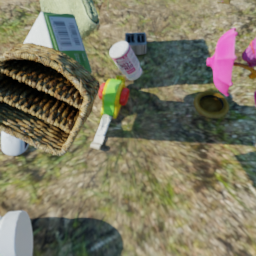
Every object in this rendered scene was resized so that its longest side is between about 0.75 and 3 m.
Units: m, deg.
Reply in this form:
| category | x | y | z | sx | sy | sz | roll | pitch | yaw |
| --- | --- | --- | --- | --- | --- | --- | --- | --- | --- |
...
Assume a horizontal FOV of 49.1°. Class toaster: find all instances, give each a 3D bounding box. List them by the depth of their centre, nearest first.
| category | x | y | z | sx | sy | sz | roll | pitch | yaw |
| --- | --- | --- | --- | --- | --- | --- | --- | --- | --- |
| toaster | 0.261 | -3.046 | 10.179 | 0.792 | 0.519 | 0.875 | -2 | 60 | 0 |

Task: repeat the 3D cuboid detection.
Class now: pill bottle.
| category | x | y | z | sx | sy | sz | roll | pitch | yaw |
| --- | --- | --- | --- | --- | --- | --- | --- | --- | --- |
| pill bottle | -3.673 | 2.688 | 6.120 | 2.823 | 1.634 | 1.634 | -8 | 60 | -4 |
| pill bottle | -0.035 | -1.804 | 7.653 | 0.574 | 1.012 | 0.574 | -15 | 53 | 21 |

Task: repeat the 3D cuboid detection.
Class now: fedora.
| category | x | y | z | sx | sy | sz | roll | pitch | yaw |
| --- | --- | --- | --- | --- | --- | --- | --- | --- | --- |
| fedora | 2.565 | -0.652 | 8.796 | 1.120 | 0.457 | 1.120 | 2 | 58 | -4 |

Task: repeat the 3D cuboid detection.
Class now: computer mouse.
| category | x | y | z | sx | sy | sz | roll | pitch | yaw |
| --- | --- | --- | --- | --- | --- | --- | --- | --- | --- |
| computer mouse | -3.304 | -0.314 | 8.552 | 1.317 | 0.527 | 2.403 | 0 | 59 | -2 |

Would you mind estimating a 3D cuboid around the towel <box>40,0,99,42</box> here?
| category | x | y | z | sx | sy | sz | roll | pitch | yaw |
| --- | --- | --- | --- | --- | --- | --- | --- | --- | --- |
| towel | -1.787 | -3.380 | 8.079 | 0.444 | 1.805 | 2.433 | -1 | 62 | -50 |

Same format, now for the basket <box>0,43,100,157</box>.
| category | x | y | z | sx | sy | sz | roll | pitch | yaw |
| --- | --- | --- | --- | --- | --- | --- | --- | --- | --- |
| basket | -1.352 | -0.518 | 4.375 | 1.584 | 1.131 | 1.180 | 27 | 37 | -3 |

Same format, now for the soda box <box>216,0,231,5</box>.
| category | x | y | z | sx | sy | sz | roll | pitch | yaw |
| --- | --- | --- | --- | --- | --- | --- | --- | --- | --- |
| soda box | 1.951 | -2.797 | 5.452 | 0.260 | 0.275 | 0.813 | 15 | 67 | 17 |

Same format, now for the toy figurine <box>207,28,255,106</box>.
| category | x | y | z | sx | sy | sz | roll | pitch | yaw |
| --- | --- | --- | --- | --- | --- | --- | --- | --- | --- |
| toy figurine | 3.130 | -1.277 | 5.956 | 2.675 | 2.907 | 2.182 | 19 | 58 | -23 |

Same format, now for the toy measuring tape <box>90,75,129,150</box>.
| category | x | y | z | sx | sy | sz | roll | pitch | yaw |
| --- | --- | --- | --- | --- | --- | --- | --- | --- | --- |
| toy measuring tape | -0.598 | -0.655 | 8.536 | 0.977 | 0.977 | 2.655 | 15 | 60 | 9 |

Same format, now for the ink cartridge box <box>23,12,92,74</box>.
| category | x | y | z | sx | sy | sz | roll | pitch | yaw |
| --- | --- | --- | --- | --- | --- | --- | --- | --- | --- |
| ink cartridge box | -1.937 | -1.365 | 6.549 | 0.768 | 2.591 | 1.345 | -13 | 83 | -39 |
